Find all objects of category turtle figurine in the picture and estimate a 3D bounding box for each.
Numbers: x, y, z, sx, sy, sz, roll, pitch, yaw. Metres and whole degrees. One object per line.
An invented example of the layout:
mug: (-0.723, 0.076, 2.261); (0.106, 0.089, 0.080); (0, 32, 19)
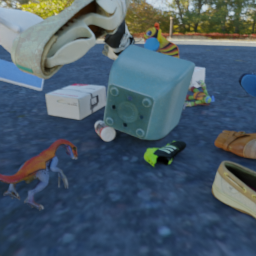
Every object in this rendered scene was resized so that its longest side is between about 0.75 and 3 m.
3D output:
turtle figurine: (2.674, -1.483, 11.713); (1.559, 1.122, 1.511); (-5, 18, -21)

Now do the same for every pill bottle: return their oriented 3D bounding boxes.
pill bottle: (-0.748, 0.064, 8.683); (0.462, 0.462, 0.834); (-9, 23, -22)

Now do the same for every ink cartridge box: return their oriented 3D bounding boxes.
ink cartridge box: (2.747, -2.794, 15.168); (2.314, 0.981, 1.685); (18, 28, 34)
ink cartridge box: (-1.997, -1.083, 11.013); (1.488, 0.854, 2.048); (9, 23, 22)

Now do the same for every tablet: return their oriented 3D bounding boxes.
tablet: (-3.411, -1.588, 7.971); (1.963, 0.134, 1.278); (14, 29, -21)

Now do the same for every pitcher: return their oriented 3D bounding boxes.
pitcher: (-2.759, -2.357, 6.667); (1.866, 1.131, 1.600); (27, 5, -4)

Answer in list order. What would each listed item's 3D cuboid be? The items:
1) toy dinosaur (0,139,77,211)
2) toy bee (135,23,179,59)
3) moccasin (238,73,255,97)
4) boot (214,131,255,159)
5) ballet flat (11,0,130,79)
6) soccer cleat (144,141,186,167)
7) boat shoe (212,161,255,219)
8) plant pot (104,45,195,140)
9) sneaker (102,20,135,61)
toy dinosaur: (-1.661, 0.772, 5.781); (0.996, 1.897, 1.721); (19, 57, 6)
toy bee: (1.147, -3.646, 11.662); (2.627, 1.428, 1.720); (33, -7, -3)
moccasin: (3.480, -1.074, 7.474); (1.472, 0.592, 0.502); (21, 27, -23)
boot: (3.392, 0.351, 7.914); (1.347, 0.665, 1.735); (15, 32, 42)
ballet flat: (-0.672, -1.715, 4.797); (0.860, 0.930, 2.759); (33, 67, 29)
soccer cleat: (1.037, 0.688, 7.261); (1.363, 0.460, 0.552); (-13, 45, -31)
boat shoe: (2.678, 1.293, 5.135); (2.381, 0.790, 0.881); (18, 28, 38)
plant pot: (0.427, -0.913, 8.449); (2.276, 2.270, 2.318); (20, 33, 15)
sneaker: (-0.165, -3.013, 10.076); (1.285, 1.075, 2.903); (34, -2, -5)
